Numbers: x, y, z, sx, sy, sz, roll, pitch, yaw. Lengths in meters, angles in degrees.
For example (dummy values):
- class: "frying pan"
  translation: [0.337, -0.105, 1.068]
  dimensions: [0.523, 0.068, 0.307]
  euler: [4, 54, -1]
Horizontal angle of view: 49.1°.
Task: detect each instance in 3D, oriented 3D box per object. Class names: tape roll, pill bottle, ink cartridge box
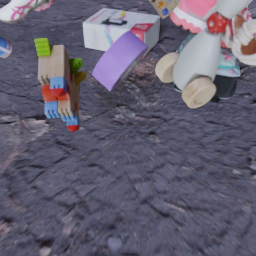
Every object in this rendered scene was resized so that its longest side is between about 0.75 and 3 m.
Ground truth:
- class: "tape roll"
  translation: [-0.156, -1.338, 5.650]
  dimensions: [0.496, 1.168, 1.168]
  euler: [42, 49, -3]
- class: "pill bottle"
  translation: [-4.477, -2.788, 9.217]
  dimensions: [0.627, 0.627, 1.118]
  euler: [28, 5, 28]
- class: "ink cartridge box"
  translation: [-0.273, -4.260, 12.418]
  dimensions: [2.850, 1.180, 2.077]
  euler: [15, 43, 17]

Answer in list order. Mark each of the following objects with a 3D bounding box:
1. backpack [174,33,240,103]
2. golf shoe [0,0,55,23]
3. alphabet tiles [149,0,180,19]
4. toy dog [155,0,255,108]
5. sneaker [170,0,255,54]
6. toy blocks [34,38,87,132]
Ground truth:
- class: "backpack"
  translation: [2.752, -2.313, 9.833]
  dimensions: [2.194, 1.861, 2.471]
  euler: [9, 37, 10]
- class: "golf shoe"
  translation: [-2.734, -3.259, 7.192]
  dimensions: [1.580, 0.727, 0.573]
  euler: [-18, 57, 13]
- class: "alphabet tiles"
  translation: [1.419, -4.140, 8.172]
  dimensions: [1.729, 2.068, 0.078]
  euler: [-31, 57, 22]
- class: "toy dog"
  translation: [1.847, -1.650, 5.793]
  dimensions: [1.345, 2.793, 1.842]
  euler: [-11, 75, -39]
- class: "sneaker"
  translation: [2.405, -2.543, 6.549]
  dimensions: [2.918, 1.265, 1.075]
  euler: [33, 31, 18]
- class: "toy blocks"
  translation: [-1.427, -0.744, 5.957]
  dimensions: [0.976, 1.953, 1.335]
  euler: [-5, 68, 0]
